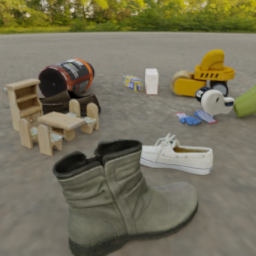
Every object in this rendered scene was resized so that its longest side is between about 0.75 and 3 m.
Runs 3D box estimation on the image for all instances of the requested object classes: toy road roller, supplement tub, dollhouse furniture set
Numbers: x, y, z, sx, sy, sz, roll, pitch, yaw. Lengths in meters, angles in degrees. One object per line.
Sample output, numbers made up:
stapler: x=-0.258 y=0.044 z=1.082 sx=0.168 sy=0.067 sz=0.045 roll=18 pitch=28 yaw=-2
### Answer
toy road roller: x=3.224 y=-2.386 z=12.116 sx=2.613 sy=1.907 sz=1.606 roll=6 pitch=24 yaw=13
supplement tub: x=-2.487 y=-2.139 z=12.100 sx=1.508 sy=1.508 sz=2.821 roll=8 pitch=23 yaw=18
dollhouse furniture set: x=-2.363 y=-0.498 z=8.259 sx=2.275 sy=1.481 sz=2.090 roll=14 pitch=27 yaw=29

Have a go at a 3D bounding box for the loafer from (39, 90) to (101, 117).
loafer: x=-2.215 y=-0.974 z=10.110 sx=2.502 sy=0.893 sz=0.913 roll=2 pitch=23 yaw=4

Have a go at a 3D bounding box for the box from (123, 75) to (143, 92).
box: x=0.221 y=-2.144 z=13.355 sx=0.456 sy=0.497 sz=1.419 roll=-10 pitch=25 yaw=-22

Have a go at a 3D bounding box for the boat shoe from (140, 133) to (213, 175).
boat shoe: x=1.022 y=0.518 z=6.690 sx=1.970 sy=0.840 sz=0.728 roll=10 pitch=25 yaw=21

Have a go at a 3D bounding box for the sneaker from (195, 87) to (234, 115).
sneaker: x=2.491 y=-0.928 z=8.959 sx=1.133 sy=0.740 sz=2.025 roll=34 pitch=17 yaw=36

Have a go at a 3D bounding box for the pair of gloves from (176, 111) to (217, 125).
pair of gloves: x=2.370 y=-0.359 z=9.631 sx=1.369 sy=0.156 sz=1.101 roll=-8 pitch=25 yaw=-15

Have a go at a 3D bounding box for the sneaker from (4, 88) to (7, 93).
sneaker: x=-4.956 y=-1.742 z=12.605 sx=1.079 sy=0.419 sz=0.755 roll=-20 pitch=30 yaw=-20

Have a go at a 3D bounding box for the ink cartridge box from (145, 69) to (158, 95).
ink cartridge box: x=1.068 y=-2.179 z=12.925 sx=0.526 sy=0.908 sz=1.559 roll=1 pitch=22 yaw=2

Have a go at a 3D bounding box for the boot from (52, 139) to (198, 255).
boot: x=0.173 y=0.961 z=4.545 sx=2.612 sy=1.706 sz=0.884 roll=-13 pitch=26 yaw=-27

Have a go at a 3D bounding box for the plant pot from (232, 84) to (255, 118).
plant pot: x=4.142 y=-0.828 z=9.647 sx=0.977 sy=1.029 sz=1.029 roll=-24 pitch=20 yaw=11
